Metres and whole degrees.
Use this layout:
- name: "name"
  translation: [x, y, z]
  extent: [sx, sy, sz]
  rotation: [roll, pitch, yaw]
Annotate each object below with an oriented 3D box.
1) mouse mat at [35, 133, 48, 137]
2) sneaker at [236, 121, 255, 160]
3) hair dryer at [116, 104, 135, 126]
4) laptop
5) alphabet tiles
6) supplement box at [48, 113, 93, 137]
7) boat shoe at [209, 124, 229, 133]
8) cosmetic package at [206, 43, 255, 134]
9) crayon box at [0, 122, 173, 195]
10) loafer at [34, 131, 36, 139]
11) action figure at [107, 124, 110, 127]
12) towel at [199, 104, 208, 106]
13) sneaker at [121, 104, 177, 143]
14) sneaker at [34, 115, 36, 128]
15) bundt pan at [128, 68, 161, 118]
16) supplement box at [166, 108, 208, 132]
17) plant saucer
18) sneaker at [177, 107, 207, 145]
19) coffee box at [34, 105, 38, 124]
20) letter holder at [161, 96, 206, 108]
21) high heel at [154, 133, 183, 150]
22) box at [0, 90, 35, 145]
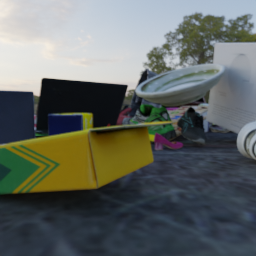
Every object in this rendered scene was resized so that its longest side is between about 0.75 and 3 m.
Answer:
- name: "mouse mat"
  translation: [-2.988, 0.209, 9.848]
  extent: [2.282, 0.086, 1.836]
  rotation: [0, 3, -42]
- name: "sneaker"
  translation: [3.234, 0.301, 4.503]
  extent: [2.483, 0.937, 1.429]
  rotation: [-8, 13, -2]
- name: "hair dryer"
  translation: [-0.378, -0.528, 11.806]
  extent: [1.790, 0.639, 2.350]
  rotation: [-34, 24, -4]
- name: "laptop"
  translation: [-1.899, -0.663, 10.016]
  extent: [2.802, 1.734, 2.992]
  rotation: [1, 3, -25]
- name: "alphabet tiles"
  translation: [1.514, -0.246, 9.679]
  extent: [2.829, 0.107, 2.364]
  rotation: [-27, 19, -33]
- name: "supplement box"
  translation: [-1.424, 0.037, 7.196]
  extent: [0.813, 0.818, 1.493]
  rotation: [0, 3, 2]
- name: "boat shoe"
  translation: [3.615, -0.017, 10.927]
  extent: [0.919, 0.339, 0.295]
  rotation: [0, -34, 50]
- name: "cosmetic package"
  translation: [3.365, -1.008, 7.295]
  extent: [1.394, 2.268, 2.260]
  rotation: [-2, 17, -21]
- name: "crayon box"
  translation: [-0.606, 0.316, 3.112]
  extent: [2.030, 0.515, 1.288]
  rotation: [-10, -1, 27]
- name: "loafer"
  translation: [-3.305, 0.196, 8.298]
  extent: [1.131, 0.356, 0.407]
  rotation: [0, 4, -3]
- name: "action figure"
  translation: [-0.436, 0.099, 8.371]
  extent: [1.121, 0.555, 0.366]
  rotation: [0, -22, 28]
- name: "towel"
  translation: [4.183, -0.531, 12.297]
  extent: [2.213, 0.533, 1.894]
  rotation: [20, 1, 17]
- name: "sneaker"
  translation: [0.529, -0.204, 8.220]
  extent: [0.940, 1.027, 2.410]
  rotation: [-15, 8, -29]
- name: "sneaker"
  translation: [-4.260, -0.066, 11.287]
  extent: [1.884, 0.694, 0.817]
  rotation: [-6, 19, -24]
- name: "bundt pan"
  translation: [0.886, -1.198, 12.563]
  extent: [1.046, 2.786, 2.786]
  rotation: [16, 1, -9]
- name: "supplement box"
  translation: [2.298, -0.343, 11.670]
  extent: [0.982, 0.961, 1.900]
  rotation: [-3, 5, -33]
- name: "plant saucer"
  translation: [1.384, -1.060, 7.375]
  extent: [2.343, 0.588, 2.343]
  rotation: [-16, 20, 6]
- name: "sneaker"
  translation: [1.685, -0.078, 7.304]
  extent: [0.592, 0.622, 1.570]
  rotation: [21, 19, -15]
- name: "coffee box"
  translation: [-2.576, -0.462, 10.126]
  extent: [1.529, 0.874, 0.610]
  rotation: [4, -11, 29]
- name: "letter holder"
  translation: [1.960, -1.262, 13.898]
  extent: [2.046, 1.448, 2.879]
  rotation: [-3, -19, -47]
- name: "high heel"
  translation: [0.955, 0.296, 6.560]
  extent: [0.823, 0.395, 0.277]
  rotation: [-2, 4, -25]
- name: "box"
  translation: [-3.588, -0.204, 6.568]
  extent: [2.232, 1.376, 2.214]
  rotation: [-2, 5, -32]
